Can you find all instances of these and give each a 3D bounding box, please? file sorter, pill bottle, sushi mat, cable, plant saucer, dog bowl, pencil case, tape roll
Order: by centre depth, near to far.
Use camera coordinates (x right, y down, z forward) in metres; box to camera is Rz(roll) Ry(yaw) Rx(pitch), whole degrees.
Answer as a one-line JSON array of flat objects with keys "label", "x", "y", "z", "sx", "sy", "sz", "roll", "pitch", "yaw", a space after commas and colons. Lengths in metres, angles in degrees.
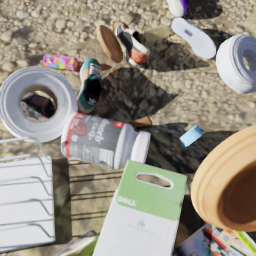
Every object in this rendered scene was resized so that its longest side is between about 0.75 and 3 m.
[{"label": "plant saucer", "x": 2.398, "y": 1.038, "z": 5.022, "sx": 2.500, "sy": 2.500, "sz": 0.468, "roll": -10, "pitch": 34, "yaw": -7}, {"label": "file sorter", "x": -2.478, "y": 1.388, "z": 6.058, "sx": 1.445, "sy": 1.296, "sz": 2.082, "roll": -8, "pitch": 56, "yaw": -7}, {"label": "pill bottle", "x": -0.512, "y": 0.364, "z": 6.869, "sx": 1.980, "sy": 1.147, "sz": 1.147, "roll": 12, "pitch": 56, "yaw": 7}, {"label": "dog bowl", "x": 1.610, "y": 0.187, "z": 7.089, "sx": 0.574, "sy": 1.030, "sz": 0.255, "roll": -40, "pitch": 82, "yaw": 20}, {"label": "tape roll", "x": -2.303, "y": -0.573, "z": 7.239, "sx": 1.924, "sy": 0.673, "sz": 1.924, "roll": 3, "pitch": 82, "yaw": -20}, {"label": "cable", "x": 3.407, "y": -1.851, "z": 8.139, "sx": 1.745, "sy": 0.604, "sz": 1.746, "roll": 44, "pitch": 64, "yaw": -10}, {"label": "plant saucer", "x": -0.529, "y": -2.671, "z": 8.841, "sx": 0.207, "sy": 1.285, "sz": 1.285, "roll": -24, "pitch": 52, "yaw": 22}, {"label": "pencil case", "x": -2.150, "y": -2.098, "z": 8.984, "sx": 1.089, "sy": 0.481, "sz": 0.481, "roll": 9, "pitch": 56, "yaw": 5}, {"label": "sushi mat", "x": 1.004, "y": -3.353, "z": 9.933, "sx": 0.899, "sy": 0.430, "sz": 0.054, "roll": -19, "pitch": 13, "yaw": -13}]

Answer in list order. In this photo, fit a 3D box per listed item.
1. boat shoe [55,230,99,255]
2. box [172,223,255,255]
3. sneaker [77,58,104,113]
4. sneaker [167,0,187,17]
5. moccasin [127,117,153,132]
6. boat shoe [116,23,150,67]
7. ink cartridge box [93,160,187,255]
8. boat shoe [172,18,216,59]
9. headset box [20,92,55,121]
[{"label": "boat shoe", "x": -1.117, "y": 2.542, "z": 5.851, "sx": 1.121, "sy": 0.403, "sz": 0.363, "roll": -30, "pitch": 35, "yaw": -5}, {"label": "box", "x": 2.255, "y": 3.137, "z": 5.362, "sx": 1.490, "sy": 0.470, "sz": 2.707, "roll": -30, "pitch": 61, "yaw": -19}, {"label": "sneaker", "x": -0.996, "y": -1.380, "z": 8.180, "sx": 0.680, "sy": 0.761, "sz": 1.904, "roll": 20, "pitch": 55, "yaw": -30}, {"label": "sneaker", "x": 2.051, "y": -5.189, "z": 10.923, "sx": 1.080, "sy": 0.755, "sz": 2.171, "roll": -11, "pitch": 56, "yaw": -9}, {"label": "moccasin", "x": 0.193, "y": 0.018, "z": 7.547, "sx": 0.950, "sy": 0.347, "sz": 0.367, "roll": -18, "pitch": 70, "yaw": 1}, {"label": "boat shoe", "x": 0.160, "y": -2.858, "z": 9.168, "sx": 0.742, "sy": 0.652, "sz": 2.084, "roll": 15, "pitch": 41, "yaw": -35}, {"label": "ink cartridge box", "x": 0.235, "y": 2.175, "z": 5.810, "sx": 1.429, "sy": 0.816, "sz": 2.752, "roll": 14, "pitch": 57, "yaw": 10}, {"label": "boat shoe", "x": 2.335, "y": -3.116, "z": 9.539, "sx": 1.874, "sy": 0.690, "sz": 0.613, "roll": 51, "pitch": 41, "yaw": 13}, {"label": "headset box", "x": -2.482, "y": -0.556, "z": 7.742, "sx": 1.001, "sy": 0.745, "sz": 0.387, "roll": 18, "pitch": 58, "yaw": 13}]
